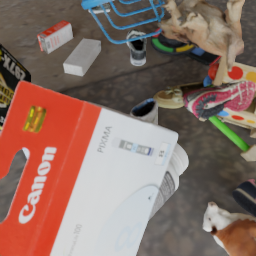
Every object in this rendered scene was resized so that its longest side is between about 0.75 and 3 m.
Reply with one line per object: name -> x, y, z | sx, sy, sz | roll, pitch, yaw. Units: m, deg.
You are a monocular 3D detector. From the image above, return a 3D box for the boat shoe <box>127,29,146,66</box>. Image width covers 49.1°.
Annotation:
boat shoe -> 0.320, -3.392, 10.966 | 0.811, 0.751, 2.198 | 2, 49, 1

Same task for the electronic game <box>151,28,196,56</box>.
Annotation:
electronic game -> 1.836, -3.509, 11.061 | 1.884, 0.392, 1.884 | -3, 54, 4

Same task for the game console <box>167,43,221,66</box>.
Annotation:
game console -> 2.888, -3.376, 11.247 | 2.059, 0.320, 1.821 | 33, 57, 26

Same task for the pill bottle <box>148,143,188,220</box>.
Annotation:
pill bottle -> 0.324, 1.299, 6.519 | 1.326, 1.326, 2.396 | 35, 58, 27

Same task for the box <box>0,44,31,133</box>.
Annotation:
box -> -1.930, -0.608, 3.769 | 0.391, 1.585, 1.265 | -13, 64, 11

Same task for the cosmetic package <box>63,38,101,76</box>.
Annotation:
cosmetic package -> -1.689, -2.692, 10.558 | 0.734, 0.450, 1.778 | 15, 51, 12

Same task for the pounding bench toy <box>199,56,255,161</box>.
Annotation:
pounding bench toy -> 2.901, -0.491, 7.764 | 1.946, 1.550, 2.495 | 17, 76, 9

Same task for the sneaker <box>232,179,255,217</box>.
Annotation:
sneaker -> 3.385, 1.889, 6.473 | 0.749, 0.640, 1.825 | -34, 58, -22

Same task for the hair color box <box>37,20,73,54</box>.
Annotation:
hair color box -> -2.891, -3.652, 11.220 | 0.432, 0.716, 1.411 | 29, 55, 22

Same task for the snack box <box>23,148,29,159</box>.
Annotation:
snack box -> -1.959, 0.375, 7.111 | 0.559, 1.652, 1.393 | 12, 49, 11

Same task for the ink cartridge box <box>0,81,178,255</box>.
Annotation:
ink cartridge box -> -0.469, 0.892, 3.831 | 0.693, 2.933, 2.348 | 22, 93, 31

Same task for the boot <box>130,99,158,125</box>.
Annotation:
boot -> 0.047, 0.033, 7.797 | 0.815, 1.059, 2.216 | 30, 55, 23

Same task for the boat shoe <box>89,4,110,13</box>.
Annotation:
boat shoe -> -1.352, -5.669, 13.194 | 1.033, 0.366, 0.372 | -10, 50, -9

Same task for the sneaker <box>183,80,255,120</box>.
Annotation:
sneaker -> 1.811, -0.640, 5.441 | 1.553, 0.626, 0.580 | -11, 30, -21

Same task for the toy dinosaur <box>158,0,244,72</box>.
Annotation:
toy dinosaur -> 1.644, -2.025, 5.754 | 1.250, 1.974, 2.913 | -37, 53, 9

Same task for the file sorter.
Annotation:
file sorter -> 0.109, -3.917, 7.860 | 1.784, 1.577, 2.571 | -5, 58, 26

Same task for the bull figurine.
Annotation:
bull figurine -> 2.670, 2.459, 5.735 | 1.492, 0.800, 2.458 | -37, 60, 12

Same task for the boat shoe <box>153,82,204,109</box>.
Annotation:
boat shoe -> 1.838, -1.163, 9.100 | 2.090, 0.655, 0.766 | -11, 50, -9
